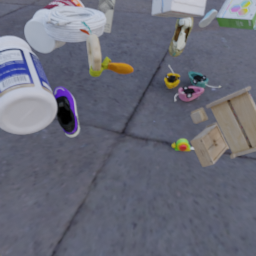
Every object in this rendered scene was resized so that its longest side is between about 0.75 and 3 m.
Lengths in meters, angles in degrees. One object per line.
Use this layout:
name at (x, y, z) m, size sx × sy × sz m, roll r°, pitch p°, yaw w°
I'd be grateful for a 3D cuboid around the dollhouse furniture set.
dollhouse furniture set at (2.667, -0.229, 6.132) m, size 2.567 × 1.331 × 1.136 m, roll -26°, pitch 1°, yaw 40°

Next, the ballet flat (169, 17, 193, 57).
ballet flat at (2.241, -3.957, 11.524) m, size 0.736 × 2.084 × 0.736 m, roll 19°, pitch 3°, yaw -1°

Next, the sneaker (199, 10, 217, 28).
sneaker at (3.334, -4.599, 11.776) m, size 0.884 × 0.327 × 0.362 m, roll -36°, pitch 34°, yaw 24°

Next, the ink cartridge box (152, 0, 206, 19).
ink cartridge box at (1.707, -4.412, 9.432) m, size 1.229 × 1.207 × 1.669 m, roll 0°, pitch 16°, yaw -19°

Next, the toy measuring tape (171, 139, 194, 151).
toy measuring tape at (1.973, 0.550, 9.081) m, size 1.120 × 0.412 × 0.412 m, roll 0°, pitch 40°, yaw 0°

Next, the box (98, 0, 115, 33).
box at (-0.865, -4.491, 10.763) m, size 0.628 × 1.528 × 0.522 m, roll 7°, pitch 21°, yaw -6°

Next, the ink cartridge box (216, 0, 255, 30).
ink cartridge box at (3.432, -3.310, 8.121) m, size 1.486 × 0.441 × 0.771 m, roll 24°, pitch 78°, yaw 38°

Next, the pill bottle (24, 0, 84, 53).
pill bottle at (-2.248, -3.276, 8.825) m, size 1.192 × 1.192 × 2.088 m, roll 11°, pitch 44°, yaw 13°

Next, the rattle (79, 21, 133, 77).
rattle at (-0.531, -1.836, 6.314) m, size 0.981 × 0.894 × 1.373 m, roll -15°, pitch 53°, yaw 1°

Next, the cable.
cable at (-1.411, -2.800, 7.493) m, size 1.636 × 0.566 × 1.636 m, roll -6°, pitch 37°, yaw -16°

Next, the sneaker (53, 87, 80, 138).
sneaker at (-1.599, -0.521, 7.040) m, size 0.499 × 0.713 × 1.435 m, roll -22°, pitch 69°, yaw -1°

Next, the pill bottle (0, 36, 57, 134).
pill bottle at (-2.528, -1.050, 6.430) m, size 1.290 × 1.290 × 2.229 m, roll -16°, pitch 54°, yaw -18°

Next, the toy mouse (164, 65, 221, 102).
toy mouse at (2.626, -1.683, 11.642) m, size 2.306 × 0.502 × 2.595 m, roll 9°, pitch 41°, yaw 11°
